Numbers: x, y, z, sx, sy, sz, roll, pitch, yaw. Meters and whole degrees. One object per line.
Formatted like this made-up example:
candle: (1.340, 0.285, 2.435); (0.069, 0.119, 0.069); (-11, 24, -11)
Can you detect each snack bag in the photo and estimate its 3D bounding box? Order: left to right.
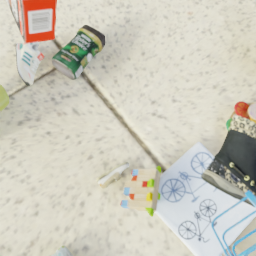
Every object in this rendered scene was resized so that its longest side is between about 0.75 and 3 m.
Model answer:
snack bag: (2.027, 1.952, 7.537); (2.392, 0.272, 2.537); (-40, 72, -15)

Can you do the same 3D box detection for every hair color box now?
hair color box: (-2.240, -3.056, 5.922); (0.698, 1.158, 2.281); (-18, 68, -24)

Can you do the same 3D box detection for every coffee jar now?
coffee jar: (-1.565, -2.512, 9.144); (0.945, 0.773, 1.812); (31, 70, 12)

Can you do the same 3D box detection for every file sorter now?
file sorter: (2.181, 1.993, 4.506); (0.895, 1.013, 1.459); (-38, 105, 10)

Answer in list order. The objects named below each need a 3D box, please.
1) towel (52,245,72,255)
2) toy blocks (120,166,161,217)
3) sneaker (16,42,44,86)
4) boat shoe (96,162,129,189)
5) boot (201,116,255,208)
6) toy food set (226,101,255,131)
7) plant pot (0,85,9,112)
towel: (-1.767, 4.061, 6.544); (1.897, 0.457, 1.624); (-40, 73, -15)
toy blocks: (0.314, 1.635, 7.423); (0.931, 0.681, 1.362); (-5, 57, 27)
sneaker: (-3.143, -2.158, 9.094); (0.774, 0.583, 1.656); (-15, 65, -1)
boat shoe: (-0.366, 1.312, 7.775); (1.006, 0.376, 0.344); (-32, 74, -3)
boot: (2.493, 0.769, 5.539); (1.924, 0.694, 1.453); (28, 85, -19)
toy food set: (3.842, 0.016, 8.249); (1.865, 0.454, 1.846); (-9, 67, -3)
plant pot: (-4.563, -0.686, 7.881); (2.074, 2.074, 1.907); (35, 60, 14)
